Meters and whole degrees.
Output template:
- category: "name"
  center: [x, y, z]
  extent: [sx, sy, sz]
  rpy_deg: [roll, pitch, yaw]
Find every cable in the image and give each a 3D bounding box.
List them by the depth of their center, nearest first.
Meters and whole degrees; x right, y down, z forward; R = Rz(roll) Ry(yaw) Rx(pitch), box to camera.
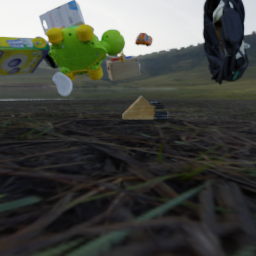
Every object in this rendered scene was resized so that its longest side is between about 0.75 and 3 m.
- category: "cable"
  center: [2.164, -2.140, 6.469]
  extent: [0.550, 2.167, 1.768]
  rpy_deg: [-7, -18, 0]

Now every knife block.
- category: "knife block"
  center: [0.862, -0.614, 13.031]
  extent: [1.841, 1.616, 0.589]
  rpy_deg: [-45, 7, 2]

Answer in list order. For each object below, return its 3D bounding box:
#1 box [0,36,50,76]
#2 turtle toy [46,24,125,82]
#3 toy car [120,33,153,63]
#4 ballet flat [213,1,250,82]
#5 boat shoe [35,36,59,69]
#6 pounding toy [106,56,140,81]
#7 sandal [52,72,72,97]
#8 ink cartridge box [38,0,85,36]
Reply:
- category: "box"
  center: [-4.299, -2.541, 9.978]
  extent: [1.565, 0.645, 2.668]
  rpy_deg: [-36, -12, 38]
- category: "turtle toy"
  center: [-1.445, -2.758, 9.743]
  extent: [2.717, 1.980, 1.373]
  rpy_deg: [-4, 41, 6]
- category: "toy car"
  center: [0.282, -2.616, 9.075]
  extent: [0.625, 1.274, 0.424]
  rpy_deg: [29, -17, 19]
- category: "ballet flat"
  center: [2.901, -2.823, 8.074]
  extent: [1.076, 2.946, 1.076]
  rpy_deg: [-6, -10, -1]
- category: "boat shoe"
  center: [-3.324, -3.028, 11.301]
  extent: [0.532, 1.483, 0.503]
  rpy_deg: [-27, 14, 14]
- category: "pounding toy"
  center: [-0.405, -2.775, 12.317]
  extent: [1.447, 1.117, 1.572]
  rpy_deg: [-13, 18, -8]
- category: "sandal"
  center: [-1.897, -1.300, 8.359]
  extent: [0.297, 0.493, 1.210]
  rpy_deg: [39, 10, -47]
- category: "ink cartridge box"
  center: [-2.412, -3.937, 10.256]
  extent: [1.498, 0.868, 0.500]
  rpy_deg: [-18, -2, 11]
